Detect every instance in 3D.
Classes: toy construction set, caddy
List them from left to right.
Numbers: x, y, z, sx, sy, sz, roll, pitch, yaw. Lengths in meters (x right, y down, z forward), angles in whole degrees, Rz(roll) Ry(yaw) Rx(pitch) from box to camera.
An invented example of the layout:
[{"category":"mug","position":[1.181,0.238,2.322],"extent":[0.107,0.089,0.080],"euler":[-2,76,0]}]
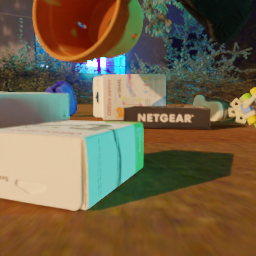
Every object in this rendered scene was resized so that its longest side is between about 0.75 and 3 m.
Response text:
[{"category":"caddy","position":[-2.799,-1.198,11.978],"extent":[1.117,1.580,0.829],"euler":[3,24,27]},{"category":"toy construction set","position":[3.563,-0.497,7.360],"extent":[1.635,1.149,2.494],"euler":[-24,-5,8]}]

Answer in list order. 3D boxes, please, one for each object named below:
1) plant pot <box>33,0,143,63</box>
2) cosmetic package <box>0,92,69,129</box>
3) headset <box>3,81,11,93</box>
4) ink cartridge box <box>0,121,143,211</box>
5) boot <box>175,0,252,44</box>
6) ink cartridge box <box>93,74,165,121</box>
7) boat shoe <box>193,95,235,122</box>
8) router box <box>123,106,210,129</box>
[{"category":"plant pot","position":[-0.835,-2.886,7.225],"extent":[2.664,2.664,1.865],"euler":[3,1,30]},{"category":"cosmetic package","position":[-2.704,-0.415,6.729],"extent":[1.269,0.913,2.250],"euler":[8,9,44]},{"category":"headset","position":[-5.209,-1.378,14.115],"extent":[1.798,1.368,2.911],"euler":[1,-5,20]},{"category":"ink cartridge box","position":[-0.453,0.223,2.443],"extent":[0.868,0.501,1.193],"euler":[2,6,20]},{"category":"boot","position":[1.263,-3.159,6.041],"extent":[2.841,1.085,2.387],"euler":[5,41,-53]},{"category":"ink cartridge box","position":[-0.024,-1.089,10.122],"extent":[2.477,1.592,1.551],"euler":[-2,6,-6]},{"category":"boat shoe","position":[3.068,-0.712,10.224],"extent":[0.733,0.877,2.453],"euler":[-1,12,-8]},{"category":"router box","position":[1.038,-0.314,7.551],"extent":[2.142,0.547,1.597],"euler":[1,6,10]}]
